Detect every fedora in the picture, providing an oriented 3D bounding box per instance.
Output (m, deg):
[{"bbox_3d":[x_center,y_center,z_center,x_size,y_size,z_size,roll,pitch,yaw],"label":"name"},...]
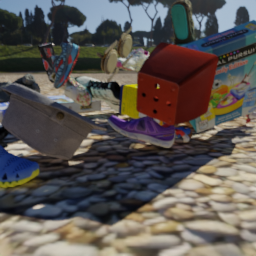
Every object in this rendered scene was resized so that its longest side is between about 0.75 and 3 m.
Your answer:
[{"bbox_3d":[-1.899,0.009,6.686,2.564,1.158,2.268,31,-10,-38],"label":"fedora"}]

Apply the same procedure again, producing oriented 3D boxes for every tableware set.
[{"bbox_3d":[-0.406,-2.382,8.937,0.349,1.150,1.740,21,51,20],"label":"tableware set"}]

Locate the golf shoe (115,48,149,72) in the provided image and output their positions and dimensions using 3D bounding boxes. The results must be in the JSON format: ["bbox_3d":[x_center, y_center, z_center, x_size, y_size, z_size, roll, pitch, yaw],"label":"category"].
[{"bbox_3d":[0.159,-3.018,12.354,0.879,1.068,2.333,21,19,32],"label":"golf shoe"}]

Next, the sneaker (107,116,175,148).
[{"bbox_3d":[0.376,-0.039,7.846,1.932,0.806,0.779,15,0,4],"label":"sneaker"}]

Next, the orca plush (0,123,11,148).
[{"bbox_3d":[-3.727,0.376,7.935,1.034,0.699,1.965,-44,5,9],"label":"orca plush"}]

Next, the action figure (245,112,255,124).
[{"bbox_3d":[4.525,-1.289,10.099,1.918,2.575,1.725,5,27,-3],"label":"action figure"}]

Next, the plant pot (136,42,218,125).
[{"bbox_3d":[1.083,-1.019,7.131,1.671,1.672,1.474,23,41,28],"label":"plant pot"}]

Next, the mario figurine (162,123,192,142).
[{"bbox_3d":[1.379,0.239,8.613,1.255,0.665,0.775,2,-27,-41],"label":"mario figurine"}]

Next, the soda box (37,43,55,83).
[{"bbox_3d":[-3.490,-2.913,12.586,0.594,1.680,0.532,-23,26,-20],"label":"soda box"}]

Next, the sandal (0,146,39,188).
[{"bbox_3d":[-2.716,0.690,5.739,1.905,0.829,0.757,5,13,14],"label":"sandal"}]

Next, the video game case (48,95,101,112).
[{"bbox_3d":[-2.923,-1.241,14.083,2.308,0.579,2.547,-9,17,-30],"label":"video game case"}]

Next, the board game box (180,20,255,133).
[{"bbox_3d":[2.809,-1.372,8.290,2.168,2.871,0.674,-20,43,-1],"label":"board game box"}]

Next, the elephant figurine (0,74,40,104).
[{"bbox_3d":[-5.361,-1.330,12.490,2.677,1.894,2.077,-25,-4,-27],"label":"elephant figurine"}]

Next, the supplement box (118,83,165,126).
[{"bbox_3d":[0.868,-0.971,11.150,2.254,1.227,1.234,20,23,37],"label":"supplement box"}]

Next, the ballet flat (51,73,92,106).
[{"bbox_3d":[-2.455,-1.635,11.657,0.773,0.915,2.420,-15,44,-40],"label":"ballet flat"}]

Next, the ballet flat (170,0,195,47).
[{"bbox_3d":[1.732,-2.632,8.370,0.778,2.294,0.864,13,34,35],"label":"ballet flat"}]

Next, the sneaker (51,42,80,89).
[{"bbox_3d":[-2.073,-1.954,8.697,0.717,1.501,0.595,25,12,-10],"label":"sneaker"}]

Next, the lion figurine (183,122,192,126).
[{"bbox_3d":[2.303,-0.857,9.578,1.553,0.919,2.535,-1,-30,-14],"label":"lion figurine"}]

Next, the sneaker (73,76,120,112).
[{"bbox_3d":[-1.080,-1.788,12.643,2.947,1.115,1.292,20,-31,-13],"label":"sneaker"}]

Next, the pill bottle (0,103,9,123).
[{"bbox_3d":[-5.108,-0.539,10.861,0.753,0.753,1.344,13,19,43],"label":"pill bottle"}]
